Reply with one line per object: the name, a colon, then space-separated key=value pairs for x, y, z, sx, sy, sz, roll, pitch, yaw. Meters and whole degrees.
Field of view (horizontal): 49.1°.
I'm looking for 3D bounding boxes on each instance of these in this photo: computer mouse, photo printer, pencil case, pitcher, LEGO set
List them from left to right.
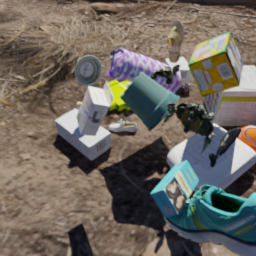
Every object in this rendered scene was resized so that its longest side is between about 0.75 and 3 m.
pencil case: x=0.640 y=-1.989 z=10.453 sx=2.807 sy=1.200 sz=1.178 roll=13 pitch=44 yaw=-27
LEGO set: x=1.751 y=-0.604 z=7.964 sx=1.806 sy=2.782 sz=0.788 roll=18 pitch=47 yaw=43
photo printer: x=2.920 y=1.173 z=10.126 sx=2.692 sy=0.935 sz=2.240 roll=-30 pitch=52 yaw=-27
computer mouse: x=2.308 y=0.378 z=6.807 sx=0.281 sy=0.857 sz=1.221 roll=38 pitch=87 yaw=25
pitcher: x=4.285 y=0.483 z=8.758 sx=1.077 sy=1.255 sz=0.761 roll=-13 pitch=-3 yaw=35

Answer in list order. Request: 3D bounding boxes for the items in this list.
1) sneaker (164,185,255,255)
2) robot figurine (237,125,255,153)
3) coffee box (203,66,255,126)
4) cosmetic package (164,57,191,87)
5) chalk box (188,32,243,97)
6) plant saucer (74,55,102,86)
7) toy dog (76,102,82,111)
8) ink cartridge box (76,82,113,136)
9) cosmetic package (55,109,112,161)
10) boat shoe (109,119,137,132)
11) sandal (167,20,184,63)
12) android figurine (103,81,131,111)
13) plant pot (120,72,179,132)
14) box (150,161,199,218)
sneaker: x=1.651 y=1.602 z=5.526 sx=1.038 sy=1.067 sz=2.678 roll=-28 pitch=7 yaw=-32
robot figurine: x=4.745 y=0.411 z=10.761 sx=1.598 sy=1.150 sz=0.932 roll=1 pitch=-6 yaw=43
coffee box: x=4.565 y=-1.379 z=12.103 sx=1.934 sy=1.913 sz=1.931 roll=-1 pitch=43 yaw=-1
cosmetic package: x=2.487 y=-2.816 z=14.276 sx=1.025 sy=1.026 sz=1.243 roll=-7 pitch=44 yaw=-9
chalk box: x=3.153 y=-2.358 z=9.891 sx=1.350 sy=1.357 sz=2.180 roll=-15 pitch=29 yaw=35
plant saucer: x=-1.578 y=-2.226 z=10.786 sx=1.177 sy=1.177 sz=0.295 roll=-27 pitch=37 yaw=-26
toy dog: x=-1.699 y=-0.752 z=12.465 sx=0.993 sy=0.693 sz=0.963 roll=9 pitch=9 yaw=12
ink cartridge box: x=-0.982 y=-0.571 z=7.973 sx=0.490 sy=1.456 sz=0.853 roll=8 pitch=38 yaw=-29
cosmetic package: x=-1.818 y=0.224 z=11.249 sx=1.125 sy=0.819 sz=2.213 roll=-34 pitch=51 yaw=-31
boat shoe: x=-0.217 y=-0.118 z=11.809 sx=1.185 sy=0.505 sz=0.438 roll=4 pitch=44 yaw=4
sandal: x=1.665 y=-3.183 z=10.246 sx=0.572 sy=1.561 sz=0.513 roll=10 pitch=12 yaw=35
android figurine: x=-0.256 y=-1.596 z=13.413 sx=2.329 sy=0.478 sz=2.120 roll=-27 pitch=49 yaw=-23
plant pot: x=0.637 y=-0.947 z=9.274 sx=1.502 sy=1.534 sz=1.534 roll=41 pitch=51 yaw=-3
box: x=0.983 y=1.195 z=5.682 sx=0.548 sy=0.327 sz=1.332 roll=60 pitch=36 yaw=-2
